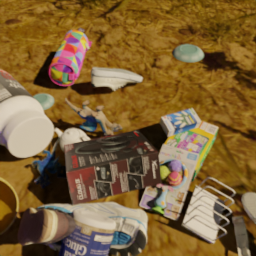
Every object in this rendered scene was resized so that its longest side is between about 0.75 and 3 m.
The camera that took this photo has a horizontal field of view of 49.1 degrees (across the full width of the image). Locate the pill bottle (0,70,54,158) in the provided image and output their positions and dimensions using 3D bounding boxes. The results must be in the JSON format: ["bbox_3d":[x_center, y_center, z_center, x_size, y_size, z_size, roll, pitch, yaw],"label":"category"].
[{"bbox_3d":[-3.731,-0.488,8.775,1.735,1.735,2.995,-33,54,-28],"label":"pill bottle"}]

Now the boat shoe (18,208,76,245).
[{"bbox_3d":[-1.720,2.026,5.725,0.680,2.098,0.755,19,62,-28],"label":"boat shoe"}]

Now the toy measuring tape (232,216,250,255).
[{"bbox_3d":[2.357,2.796,5.889,0.890,0.890,2.419,7,43,7],"label":"toy measuring tape"}]

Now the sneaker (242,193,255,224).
[{"bbox_3d":[3.187,2.261,6.403,0.623,0.691,1.686,-16,38,-11],"label":"sneaker"}]

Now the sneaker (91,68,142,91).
[{"bbox_3d":[-0.470,-1.820,10.707,2.143,0.758,0.782,1,26,-28],"label":"sneaker"}]

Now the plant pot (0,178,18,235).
[{"bbox_3d":[-3.564,1.763,6.800,1.593,1.593,1.131,-24,19,-22],"label":"plant pot"}]

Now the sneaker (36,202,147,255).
[{"bbox_3d":[-0.885,2.270,6.756,2.880,1.080,1.248,5,14,13],"label":"sneaker"}]

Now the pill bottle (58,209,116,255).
[{"bbox_3d":[-0.898,2.540,5.462,0.925,0.925,1.666,14,80,13],"label":"pill bottle"}]

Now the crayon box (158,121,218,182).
[{"bbox_3d":[1.825,0.550,8.536,1.182,0.580,1.990,22,49,23],"label":"crayon box"}]

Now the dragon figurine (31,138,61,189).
[{"bbox_3d":[-2.243,1.029,8.149,0.776,0.459,1.561,25,54,19],"label":"dragon figurine"}]

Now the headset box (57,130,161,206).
[{"bbox_3d":[-0.615,0.962,7.424,2.485,0.960,1.849,-10,19,-10],"label":"headset box"}]

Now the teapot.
[{"bbox_3d":[-1.688,0.352,8.635,0.943,0.689,0.931,-19,50,-13],"label":"teapot"}]

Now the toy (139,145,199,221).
[{"bbox_3d":[1.070,1.338,7.381,1.070,0.439,1.858,15,73,23],"label":"toy"}]

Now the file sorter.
[{"bbox_3d":[2.012,1.968,6.847,0.856,0.768,1.234,30,49,5],"label":"file sorter"}]

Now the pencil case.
[{"bbox_3d":[-2.306,-2.885,11.295,1.224,1.224,2.770,5,47,5],"label":"pencil case"}]

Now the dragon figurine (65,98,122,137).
[{"bbox_3d":[-1.181,-0.283,8.756,2.002,0.995,0.589,16,50,18],"label":"dragon figurine"}]

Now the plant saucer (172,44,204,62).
[{"bbox_3d":[2.746,-3.486,12.773,1.439,0.277,1.439,0,46,0],"label":"plant saucer"}]

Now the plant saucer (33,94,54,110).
[{"bbox_3d":[-3.251,-1.014,10.389,0.973,0.187,0.973,0,46,0],"label":"plant saucer"}]

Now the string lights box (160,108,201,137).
[{"bbox_3d":[1.582,-0.167,8.533,1.103,0.325,0.567,-16,58,-17],"label":"string lights box"}]
